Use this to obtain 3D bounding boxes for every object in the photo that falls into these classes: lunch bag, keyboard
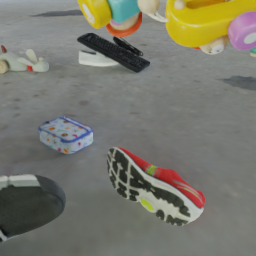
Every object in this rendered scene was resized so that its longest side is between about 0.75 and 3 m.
[{"bbox_3d":[-1.430,0.116,6.454,1.171,0.442,0.938,24,36,32],"label":"lunch bag"},{"bbox_3d":[-0.462,-3.219,11.077,2.895,0.574,1.507,30,39,11],"label":"keyboard"}]

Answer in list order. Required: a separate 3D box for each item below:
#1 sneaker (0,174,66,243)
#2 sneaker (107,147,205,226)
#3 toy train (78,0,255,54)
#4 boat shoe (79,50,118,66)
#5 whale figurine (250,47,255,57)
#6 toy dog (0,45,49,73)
[{"bbox_3d":[-2.188,1.692,3.366,2.977,1.117,1.719,-15,37,-5],"label":"sneaker"},{"bbox_3d":[0.429,0.951,4.953,1.986,0.765,0.843,32,31,32],"label":"sneaker"},{"bbox_3d":[0.604,-1.445,2.705,2.399,0.667,1.802,11,66,12],"label":"toy train"},{"bbox_3d":[-1.159,-2.874,11.287,1.712,0.587,0.616,8,32,13],"label":"boat shoe"},{"bbox_3d":[5.752,-3.372,12.264,0.850,0.441,0.676,-21,36,-30],"label":"whale figurine"},{"bbox_3d":[-4.026,-2.618,10.507,1.966,0.947,1.297,-7,32,-11],"label":"toy dog"}]
